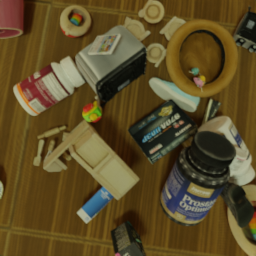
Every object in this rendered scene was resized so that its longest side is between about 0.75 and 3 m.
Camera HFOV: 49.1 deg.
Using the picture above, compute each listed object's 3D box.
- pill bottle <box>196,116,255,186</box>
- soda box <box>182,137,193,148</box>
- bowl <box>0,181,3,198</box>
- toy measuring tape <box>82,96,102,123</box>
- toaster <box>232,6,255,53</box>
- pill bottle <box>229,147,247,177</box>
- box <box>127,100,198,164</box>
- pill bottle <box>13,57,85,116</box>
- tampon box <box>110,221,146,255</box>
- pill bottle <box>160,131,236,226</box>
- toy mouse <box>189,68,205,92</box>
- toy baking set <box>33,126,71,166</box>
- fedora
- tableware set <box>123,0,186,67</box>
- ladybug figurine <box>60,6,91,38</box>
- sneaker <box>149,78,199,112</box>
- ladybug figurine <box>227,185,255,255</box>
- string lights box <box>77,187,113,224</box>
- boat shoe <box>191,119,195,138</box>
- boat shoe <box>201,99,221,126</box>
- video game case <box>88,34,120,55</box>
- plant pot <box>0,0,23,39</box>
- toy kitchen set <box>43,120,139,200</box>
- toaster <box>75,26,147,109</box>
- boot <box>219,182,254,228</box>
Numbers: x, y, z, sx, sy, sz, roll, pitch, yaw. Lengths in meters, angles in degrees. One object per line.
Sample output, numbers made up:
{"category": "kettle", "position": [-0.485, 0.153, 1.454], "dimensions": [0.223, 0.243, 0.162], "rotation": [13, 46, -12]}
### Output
{"category": "pill bottle", "position": [3.356, 0.826, 9.495], "dimensions": [1.234, 1.234, 2.222], "rotation": [-34, 101, -4]}
{"category": "soda box", "position": [2.056, 0.454, 9.762], "dimensions": [0.343, 0.324, 1.013], "rotation": [-13, 56, -30]}
{"category": "bowl", "position": [-5.186, 2.155, 9.605], "dimensions": [0.701, 1.494, 1.494], "rotation": [19, 81, 44]}
{"category": "toy measuring tape", "position": [-1.246, -0.628, 9.619], "dimensions": [0.652, 1.772, 0.652], "rotation": [-3, 115, -6]}
{"category": "toaster", "position": [4.656, -3.593, 10.460], "dimensions": [1.185, 0.778, 1.311], "rotation": [27, 83, 3]}
{"category": "pill bottle", "position": [3.218, 1.065, 8.620], "dimensions": [0.500, 0.500, 0.882], "rotation": [23, 126, 3]}
{"category": "box", "position": [1.162, 0.091, 9.711], "dimensions": [1.960, 0.451, 1.558], "rotation": [-34, 50, -1]}
{"category": "pill bottle", "position": [-2.728, -1.493, 9.860], "dimensions": [2.203, 1.258, 1.258], "rotation": [-31, 84, 0]}
{"category": "tampon box", "position": [-0.007, 3.755, 8.974], "dimensions": [0.715, 1.132, 0.848], "rotation": [-32, 109, 1]}
{"category": "pill bottle", "position": [2.097, 1.556, 8.584], "dimensions": [1.605, 1.605, 2.870], "rotation": [17, 127, 2]}
{"category": "toy mouse", "position": [2.327, -1.698, 9.325], "dimensions": [0.194, 0.890, 1.002], "rotation": [-24, 52, 33]}
{"category": "toy baking set", "position": [-2.640, 0.678, 9.949], "dimensions": [1.652, 0.192, 1.268], "rotation": [-18, 90, -20]}
{"category": "fedora", "position": [2.552, -2.444, 10.119], "dimensions": [2.706, 1.104, 2.706], "rotation": [0, 94, -1]}
{"category": "tableware set", "position": [0.950, -3.407, 9.998], "dimensions": [2.227, 0.258, 1.861], "rotation": [33, 119, -18]}
{"category": "ladybug figurine", "position": [-1.969, -3.830, 10.249], "dimensions": [1.051, 0.557, 1.549], "rotation": [35, 52, -14]}
{"category": "sneaker", "position": [1.723, -1.378, 10.276], "dimensions": [1.966, 0.727, 0.805], "rotation": [32, 70, -2]}
{"category": "ladybug figurine", "position": [4.336, 3.156, 9.362], "dimensions": [1.760, 0.933, 2.593], "rotation": [-18, 80, 22]}
{"category": "string lights box", "position": [-0.904, 2.423, 9.613], "dimensions": [1.708, 0.877, 0.503], "rotation": [-45, 83, -5]}
{"category": "boat shoe", "position": [2.365, 0.296, 10.137], "dimensions": [0.452, 0.477, 1.259], "rotation": [-5, 92, -4]}
{"category": "boat shoe", "position": [2.978, -0.313, 10.137], "dimensions": [0.479, 0.508, 1.416], "rotation": [19, 87, 4]}
{"category": "video game case", "position": [-0.714, -2.450, 8.256], "dimensions": [0.951, 0.086, 0.681], "rotation": [11, 68, 41]}
{"category": "plant pot", "position": [-4.766, -4.447, 9.891], "dimensions": [2.503, 2.503, 2.241], "rotation": [-8, 99, -1]}
{"category": "toy kitchen set", "position": [-1.330, 1.260, 9.304], "dimensions": [1.951, 2.391, 2.157], "rotation": [-43, 109, -3]}
{"category": "toaster", "position": [-0.575, -2.041, 9.629], "dimensions": [2.314, 2.092, 1.373], "rotation": [-38, 80, -5]}
{"category": "boot", "position": [3.242, 2.209, 9.331], "dimensions": [0.664, 1.671, 1.919], "rotation": [-28, 112, -12]}
